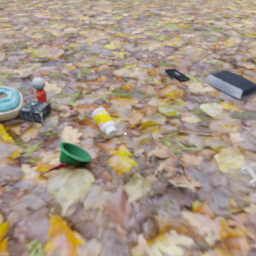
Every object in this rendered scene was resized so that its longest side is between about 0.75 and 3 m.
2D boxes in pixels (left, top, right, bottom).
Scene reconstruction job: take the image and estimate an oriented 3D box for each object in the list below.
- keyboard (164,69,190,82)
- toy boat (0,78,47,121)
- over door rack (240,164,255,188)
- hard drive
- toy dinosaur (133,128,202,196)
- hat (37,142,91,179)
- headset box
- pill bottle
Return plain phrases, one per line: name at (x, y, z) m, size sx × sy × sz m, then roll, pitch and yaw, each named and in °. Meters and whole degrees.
keyboard at (2.681, -2.999, 15.986) m, size 0.976 × 0.208 × 1.625 m, roll -11°, pitch 35°, yaw -25°
toy boat at (-5.166, -1.460, 12.837) m, size 2.827 × 1.314 × 2.376 m, roll -16°, pitch 38°, yaw -20°
over door rack at (4.821, 1.557, 9.082) m, size 1.796 × 0.598 × 1.327 m, roll -24°, pitch 36°, yaw 3°
hard drive at (5.464, -2.359, 14.793) m, size 1.614 × 0.506 × 2.393 m, roll -20°, pitch 40°, yaw -25°
toy dinosaur at (1.188, 1.110, 8.788) m, size 1.576 × 0.998 × 2.325 m, roll -15°, pitch 78°, yaw -33°
hat at (-2.218, 1.306, 9.972) m, size 1.431 × 1.260 × 1.185 m, roll 26°, pitch 12°, yaw -16°
headset box at (-4.175, -0.741, 12.518) m, size 1.099 × 0.510 × 0.957 m, roll 9°, pitch 37°, yaw 13°
pill bottle at (-0.952, -0.206, 11.474) m, size 0.627 × 0.627 × 1.202 m, roll -21°, pitch 59°, yaw -27°
